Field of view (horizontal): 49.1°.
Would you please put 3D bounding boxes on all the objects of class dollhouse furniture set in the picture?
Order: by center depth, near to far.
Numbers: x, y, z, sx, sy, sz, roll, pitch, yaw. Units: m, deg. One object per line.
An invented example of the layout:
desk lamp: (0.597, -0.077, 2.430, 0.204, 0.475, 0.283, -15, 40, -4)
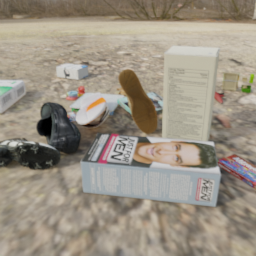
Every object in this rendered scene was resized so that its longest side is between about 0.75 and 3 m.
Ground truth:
dollhouse furniture set: (4.688, -2.014, 12.022, 1.220, 0.799, 0.612, 9, 28, 18)

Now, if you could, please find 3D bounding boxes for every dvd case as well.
dvd case: (0.635, -0.840, 9.967, 1.715, 0.189, 1.252, -13, 38, -32)

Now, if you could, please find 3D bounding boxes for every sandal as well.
sandal: (-0.991, -0.503, 8.789, 0.963, 0.720, 2.514, -25, 20, 5)

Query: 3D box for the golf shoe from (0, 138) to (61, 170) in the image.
golf shoe: (-2.486, 0.520, 6.780, 1.857, 0.722, 0.878, 3, 26, 4)

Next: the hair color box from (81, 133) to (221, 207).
hair color box: (0.484, 0.822, 6.002, 2.674, 0.811, 1.324, 5, 26, 8)

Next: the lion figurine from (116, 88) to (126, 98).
lion figurine: (-0.015, -1.584, 11.509, 0.671, 0.397, 1.096, 0, 31, 37)

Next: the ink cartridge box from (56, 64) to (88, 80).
ink cartridge box: (-2.794, -2.823, 14.028, 1.282, 0.537, 0.930, 11, 27, 22)

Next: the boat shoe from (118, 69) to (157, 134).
boat shoe: (0.333, -0.796, 8.290, 0.731, 1.995, 0.625, -20, 9, 6)

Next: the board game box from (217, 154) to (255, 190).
board game box: (2.718, 1.002, 6.449, 0.643, 0.121, 1.249, -13, 28, -27)

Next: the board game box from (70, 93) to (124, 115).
board game box: (-1.105, -0.912, 10.387, 1.604, 0.208, 1.604, 6, 26, 13)

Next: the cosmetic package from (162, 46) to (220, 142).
cosmetic package: (1.644, -0.847, 7.518, 1.312, 2.495, 0.887, 10, 31, 18)

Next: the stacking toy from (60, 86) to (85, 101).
stacking toy: (-2.221, -1.443, 11.281, 0.817, 0.381, 0.903, 13, 28, 26)

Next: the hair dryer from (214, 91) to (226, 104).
hair dryer: (3.555, -1.260, 10.854, 0.654, 0.233, 0.859, 18, 47, -6)

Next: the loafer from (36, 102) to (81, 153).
loafer: (-2.124, -0.120, 7.838, 0.892, 0.863, 2.541, 6, 22, -34)

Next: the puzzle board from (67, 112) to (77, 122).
puzzle board: (-2.009, -0.357, 9.380, 0.599, 0.069, 0.795, -12, 28, -23)

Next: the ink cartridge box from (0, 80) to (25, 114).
ink cartridge box: (-5.672, -1.225, 10.552, 2.828, 0.708, 2.275, 2, 25, 2)
